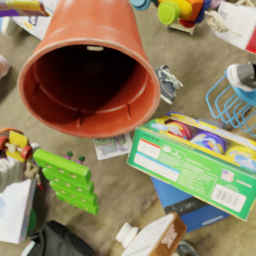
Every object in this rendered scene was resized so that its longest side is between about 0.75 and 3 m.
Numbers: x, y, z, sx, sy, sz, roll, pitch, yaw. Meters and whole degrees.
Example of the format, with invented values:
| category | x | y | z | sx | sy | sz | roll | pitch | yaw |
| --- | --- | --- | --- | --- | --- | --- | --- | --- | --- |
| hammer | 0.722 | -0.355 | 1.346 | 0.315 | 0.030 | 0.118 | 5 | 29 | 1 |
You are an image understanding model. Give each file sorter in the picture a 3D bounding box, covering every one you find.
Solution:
| category | x | y | z | sx | sy | sz | roll | pitch | yaw |
| --- | --- | --- | --- | --- | --- | --- | --- | --- | --- |
| file sorter | 2.979 | -0.578 | 7.340 | 1.556 | 1.079 | 0.954 | 22 | 128 | -24 |

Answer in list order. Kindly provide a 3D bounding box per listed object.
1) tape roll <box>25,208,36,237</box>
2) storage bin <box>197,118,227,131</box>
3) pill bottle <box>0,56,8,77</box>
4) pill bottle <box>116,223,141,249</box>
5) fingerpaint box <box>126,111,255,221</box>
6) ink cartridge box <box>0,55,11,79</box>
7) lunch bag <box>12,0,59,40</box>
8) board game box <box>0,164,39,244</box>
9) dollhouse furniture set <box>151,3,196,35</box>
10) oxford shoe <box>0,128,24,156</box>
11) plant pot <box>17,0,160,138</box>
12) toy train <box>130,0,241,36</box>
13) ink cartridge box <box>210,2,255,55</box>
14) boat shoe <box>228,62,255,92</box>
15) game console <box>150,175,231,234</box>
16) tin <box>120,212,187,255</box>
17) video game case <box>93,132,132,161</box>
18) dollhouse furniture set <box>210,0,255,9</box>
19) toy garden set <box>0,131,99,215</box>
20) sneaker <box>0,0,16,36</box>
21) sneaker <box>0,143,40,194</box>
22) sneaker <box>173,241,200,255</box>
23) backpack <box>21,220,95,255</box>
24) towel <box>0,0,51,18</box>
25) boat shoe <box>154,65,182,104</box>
| category | x | y | z | sx | sy | sz | roll | pitch | yaw |
| --- | --- | --- | --- | --- | --- | --- | --- | --- | --- |
| tape roll | -3.642 | 3.060 | 9.238 | 1.150 | 0.276 | 1.150 | 0 | 84 | 0 |
| storage bin | 2.600 | 0.328 | 9.243 | 0.912 | 0.988 | 1.358 | 16 | 84 | 12 |
| pill bottle | -3.449 | -1.388 | 6.629 | 0.688 | 1.226 | 0.688 | 6 | 111 | 15 |
| pill bottle | 0.297 | 3.673 | 8.950 | 1.268 | 0.738 | 0.738 | 35 | 85 | 4 |
| fingerpaint box | 1.658 | 0.605 | 6.312 | 2.593 | 2.163 | 0.951 | 24 | 112 | 23 |
| ink cartridge box | -5.243 | -1.880 | 9.450 | 1.471 | 0.853 | 2.031 | 36 | 85 | 3 |
| lunch bag | -2.760 | -4.024 | 9.505 | 1.660 | 1.244 | 1.957 | 36 | 92 | 6 |
| board game box | -4.396 | 2.089 | 8.994 | 2.641 | 0.576 | 2.654 | 7 | 79 | 6 |
| dollhouse furniture set | 1.692 | -4.230 | 9.879 | 1.614 | 0.898 | 1.428 | 17 | 60 | 2 |
| oxford shoe | -3.124 | 0.439 | 6.811 | 0.639 | 1.761 | 0.627 | 43 | 110 | 13 |
| plant pot | -0.825 | -1.748 | 6.732 | 2.933 | 2.933 | 2.852 | -2 | 53 | 0 |
| toy train | 1.382 | -2.895 | 6.876 | 2.707 | 1.146 | 1.566 | 43 | 50 | 18 |
| ink cartridge box | 3.745 | -2.590 | 7.568 | 2.158 | 1.895 | 0.905 | -4 | 126 | -27 |
| boat shoe | 2.784 | -1.193 | 6.225 | 0.586 | 1.768 | 0.618 | -12 | 83 | 39 |
| game console | 2.288 | 1.837 | 8.911 | 2.820 | 2.407 | 1.669 | -20 | 46 | -2 |
| tin | 0.495 | 2.820 | 6.562 | 1.415 | 2.528 | 0.529 | -42 | 82 | 30 |
| video game case | -0.421 | 0.360 | 7.607 | 0.980 | 0.114 | 0.891 | -13 | 62 | -7 |
| dollhouse furniture set | 4.383 | -4.486 | 9.064 | 2.286 | 2.048 | 2.885 | -40 | 94 | -17 |
| toy garden set | -1.733 | 1.078 | 6.708 | 2.177 | 2.611 | 0.521 | 19 | 59 | 11 |
| sneaker | -4.532 | -4.125 | 9.716 | 1.095 | 0.755 | 1.968 | 2 | 80 | -6 |
| sneaker | -3.282 | 0.951 | 6.992 | 1.219 | 2.757 | 1.109 | 19 | 109 | 11 |
| sneaker | 2.342 | 4.569 | 8.774 | 2.303 | 0.913 | 0.851 | 39 | 84 | 2 |
| backpack | -2.392 | 4.387 | 8.412 | 2.176 | 1.651 | 2.608 | 35 | 88 | 12 |
| towel | -2.584 | -2.568 | 6.122 | 1.638 | 1.176 | 0.186 | -4 | 102 | -9 |
| boat shoe | 0.918 | -1.092 | 6.769 | 0.621 | 1.658 | 0.513 | 40 | 111 | -17 |
